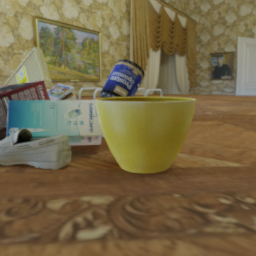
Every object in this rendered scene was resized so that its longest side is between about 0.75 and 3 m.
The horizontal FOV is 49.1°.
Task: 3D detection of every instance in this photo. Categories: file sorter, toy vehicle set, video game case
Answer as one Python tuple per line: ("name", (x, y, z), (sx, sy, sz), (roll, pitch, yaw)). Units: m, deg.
("file sorter", (-0.194, -0.509, 8.749), (2.334, 1.453, 1.620), (4, 10, 24))
("toy vehicle set", (-4.761, -2.085, 13.033), (2.974, 1.848, 0.394), (-35, -25, 32))
("video game case", (-2.762, -1.188, 10.314), (0.957, 0.120, 1.337), (17, 48, 38))

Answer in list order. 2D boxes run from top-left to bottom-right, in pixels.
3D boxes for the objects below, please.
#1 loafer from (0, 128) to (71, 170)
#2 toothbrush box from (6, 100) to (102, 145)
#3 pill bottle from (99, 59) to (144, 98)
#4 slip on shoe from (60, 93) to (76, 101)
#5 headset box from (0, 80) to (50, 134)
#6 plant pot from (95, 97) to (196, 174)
("loafer", (-2.085, 0.357, 5.500), (2.045, 0.713, 0.715), (2, 9, 11))
("toothbrush box", (-1.608, -0.066, 6.563), (1.978, 0.844, 1.448), (0, -11, -6))
("pill bottle", (-0.231, -0.974, 7.364), (0.836, 1.495, 0.836), (24, -16, 7))
("slip on shoe", (-3.227, -0.446, 10.388), (2.860, 0.866, 1.087), (-22, 30, -13))
("headset box", (-3.770, -0.593, 8.231), (2.002, 1.039, 2.690), (0, 23, 32))
("plant pot", (0.322, 0.099, 5.258), (1.831, 1.300, 1.831), (-1, 9, 0))
